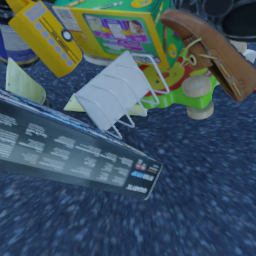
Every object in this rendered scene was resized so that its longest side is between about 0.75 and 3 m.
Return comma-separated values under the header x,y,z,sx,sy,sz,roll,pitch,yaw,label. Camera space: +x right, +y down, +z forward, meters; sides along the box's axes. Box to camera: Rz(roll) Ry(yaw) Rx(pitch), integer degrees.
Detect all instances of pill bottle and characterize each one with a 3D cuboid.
x,y,z,sx,sy,sz,roll,pitch,yaw,label
1.648,-2.708,5.236,0.702,0.702,1.255,4,61,5,pill bottle
-0.638,-3.131,8.391,1.306,2.256,1.306,6,30,-3,pill bottle
-3.518,-3.271,8.618,1.463,2.616,1.463,5,52,-7,pill bottle

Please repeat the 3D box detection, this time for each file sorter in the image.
x,y,z,sx,sy,sz,roll,pitch,yaw,label
-0.063,-0.637,5.419,1.447,1.004,0.901,-44,33,-16,file sorter

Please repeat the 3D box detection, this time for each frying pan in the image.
x,y,z,sx,sy,sz,roll,pitch,yaw,label
2.373,-2.619,5.539,1.710,0.460,2.826,-9,52,17,frying pan

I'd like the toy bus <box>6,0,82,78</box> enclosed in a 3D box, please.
x,y,z,sx,sy,sz,roll,pitch,yaw,label
-1.619,-1.802,5.292,0.540,1.660,0.650,-11,39,45,toy bus

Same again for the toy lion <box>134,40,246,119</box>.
x,y,z,sx,sy,sz,roll,pitch,yaw,label
1.302,-1.360,7.116,2.484,0.890,2.591,23,57,40,toy lion

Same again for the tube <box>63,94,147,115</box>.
x,y,z,sx,sy,sz,roll,pitch,yaw,label
-0.693,-0.804,9.159,2.627,0.682,0.762,4,-3,8,tube

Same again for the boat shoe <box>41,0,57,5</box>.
x,y,z,sx,sy,sz,roll,pitch,yaw,label
-1.853,-3.434,6.631,2.532,0.909,0.856,12,22,-31,boat shoe

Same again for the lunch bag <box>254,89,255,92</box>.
x,y,z,sx,sy,sz,roll,pitch,yaw,label
4.709,-1.755,10.345,1.036,0.482,1.176,-24,46,-26,lunch bag

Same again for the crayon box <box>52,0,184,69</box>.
x,y,z,sx,sy,sz,roll,pitch,yaw,label
-0.212,-2.250,6.189,2.593,1.540,0.755,18,70,30,crayon box

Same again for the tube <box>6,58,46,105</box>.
x,y,z,sx,sy,sz,roll,pitch,yaw,label
-2.185,-0.774,5.808,0.615,0.687,2.368,-39,8,-5,tube

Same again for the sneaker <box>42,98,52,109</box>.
x,y,z,sx,sy,sz,roll,pitch,yaw,label
-2.894,-0.247,8.545,1.483,0.850,0.567,-45,74,-5,sneaker

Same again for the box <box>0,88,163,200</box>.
x,y,z,sx,sy,sz,roll,pitch,yaw,label
-1.172,0.072,3.971,2.250,2.830,0.651,24,89,43,box

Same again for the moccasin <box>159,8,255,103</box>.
x,y,z,sx,sy,sz,roll,pitch,yaw,label
1.300,-1.199,4.698,1.999,0.772,0.731,37,9,-16,moccasin

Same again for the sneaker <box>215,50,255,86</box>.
x,y,z,sx,sy,sz,roll,pitch,yaw,label
3.829,-2.581,10.939,2.707,1.001,1.109,-24,50,-27,sneaker

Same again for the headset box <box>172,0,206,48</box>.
x,y,z,sx,sy,sz,roll,pitch,yaw,label
1.589,-3.681,8.474,2.015,2.707,1.045,-28,21,-6,headset box
